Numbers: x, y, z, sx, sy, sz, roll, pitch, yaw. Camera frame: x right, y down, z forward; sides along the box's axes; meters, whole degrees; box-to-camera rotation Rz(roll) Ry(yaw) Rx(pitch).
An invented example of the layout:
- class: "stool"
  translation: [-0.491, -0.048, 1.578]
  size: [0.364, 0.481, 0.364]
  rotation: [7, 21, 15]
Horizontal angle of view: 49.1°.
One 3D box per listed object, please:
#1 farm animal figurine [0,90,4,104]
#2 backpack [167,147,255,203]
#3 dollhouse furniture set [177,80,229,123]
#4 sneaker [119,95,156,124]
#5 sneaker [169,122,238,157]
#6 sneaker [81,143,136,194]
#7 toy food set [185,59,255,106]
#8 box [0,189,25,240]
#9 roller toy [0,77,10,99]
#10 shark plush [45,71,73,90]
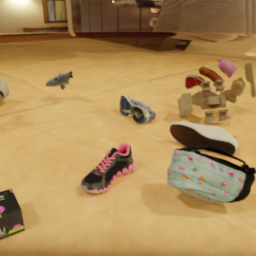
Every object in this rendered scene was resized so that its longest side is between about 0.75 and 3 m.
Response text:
- class: "farm animal figurine"
  translation: [-5.255, -1.466, 9.672]
  size: [1.422, 2.698, 2.728]
  rotation: [-31, 78, -42]
- class: "backpack"
  translation: [1.544, 0.957, 5.620]
  size: [1.515, 0.959, 1.264]
  rotation: [21, -19, -11]
- class: "dollhouse furniture set"
  translation: [2.643, -0.850, 9.944]
  size: [1.553, 1.361, 1.032]
  rotation: [-5, -9, -1]
- class: "sneaker"
  translation: [0.326, -0.670, 10.412]
  size: [0.805, 0.728, 1.889]
  rotation: [-4, 29, -34]
- class: "sneaker"
  translation: [2.186, 0.235, 8.170]
  size: [1.954, 0.711, 0.827]
  rotation: [21, 34, 18]
- class: "sneaker"
  translation: [-0.462, 0.870, 6.564]
  size: [0.676, 0.816, 1.710]
  rotation: [18, 31, 32]
- class: "toy food set"
  translation: [3.302, -1.705, 10.478]
  size: [2.741, 1.743, 0.432]
  rotation: [0, 28, 38]
- class: "box"
  translation: [-2.352, 1.612, 5.243]
  size: [0.593, 0.496, 0.798]
  rotation: [-15, 27, -30]
- class: "roller toy"
  translation: [-5.529, -1.561, 11.367]
  size: [1.247, 1.366, 0.955]
  rotation: [2, 43, 29]
- class: "shark plush"
  translation: [-2.763, -1.943, 11.590]
  size: [0.692, 0.755, 1.662]
  rotation: [-11, 11, -42]
